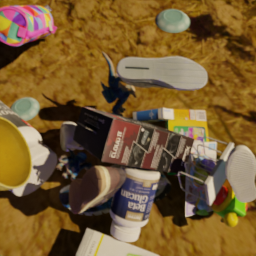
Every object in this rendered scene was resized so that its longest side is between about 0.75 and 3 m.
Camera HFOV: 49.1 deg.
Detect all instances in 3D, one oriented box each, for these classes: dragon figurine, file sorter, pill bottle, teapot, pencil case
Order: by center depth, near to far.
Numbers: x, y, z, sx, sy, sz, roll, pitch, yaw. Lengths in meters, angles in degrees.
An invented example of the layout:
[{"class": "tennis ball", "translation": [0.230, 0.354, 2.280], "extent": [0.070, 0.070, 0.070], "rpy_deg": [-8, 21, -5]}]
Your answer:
[{"class": "file sorter", "translation": [1.806, 0.928, 6.442], "extent": [0.768, 0.856, 1.234], "rpy_deg": [22, 57, 35]}, {"class": "pill bottle", "translation": [0.097, 1.701, 6.483], "extent": [0.925, 0.925, 1.666], "rpy_deg": [14, 97, 9]}, {"class": "dragon figurine", "translation": [-1.301, 0.764, 6.667], "extent": [0.459, 1.561, 0.776], "rpy_deg": [16, 60, 20]}, {"class": "pill bottle", "translation": [-3.497, 0.394, 7.680], "extent": [2.995, 1.735, 1.735], "rpy_deg": [35, 65, 18]}, {"class": "dragon figurine", "translation": [-0.439, -1.069, 7.864], "extent": [0.995, 2.002, 0.589], "rpy_deg": [-27, 40, 15]}, {"class": "teapot", "translation": [-1.616, 0.264, 8.320], "extent": [0.689, 0.931, 0.943], "rpy_deg": [0, 75, -23]}, {"class": "pencil case", "translation": [-3.282, -3.401, 9.167], "extent": [1.224, 1.224, 2.770], "rpy_deg": [4, 25, 3]}]

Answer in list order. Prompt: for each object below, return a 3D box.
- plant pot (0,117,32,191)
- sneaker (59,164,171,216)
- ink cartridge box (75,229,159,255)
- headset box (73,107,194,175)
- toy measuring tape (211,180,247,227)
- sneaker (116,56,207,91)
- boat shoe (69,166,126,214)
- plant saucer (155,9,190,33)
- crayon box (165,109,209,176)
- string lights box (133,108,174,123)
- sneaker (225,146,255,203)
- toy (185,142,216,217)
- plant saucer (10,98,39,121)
[{"class": "plant pot", "translation": [-3.018, 0.695, 5.955], "extent": [1.131, 1.593, 1.593], "rpy_deg": [-23, 58, 14]}, {"class": "sneaker", "translation": [-0.395, 1.479, 7.554], "extent": [2.880, 1.080, 1.248], "rpy_deg": [-7, 41, -9]}, {"class": "ink cartridge box", "translation": [0.148, 3.570, 6.239], "extent": [2.968, 0.880, 1.541], "rpy_deg": [18, 60, 10]}, {"class": "headset box", "translation": [-0.019, 0.260, 6.692], "extent": [2.485, 1.849, 0.960], "rpy_deg": [15, 94, -30]}, {"class": "toy measuring tape", "translation": [2.613, 1.567, 7.307], "extent": [0.890, 0.890, 2.419], "rpy_deg": [16, 40, 9]}, {"class": "sneaker", "translation": [0.800, -1.315, 6.797], "extent": [2.143, 0.758, 0.782], "rpy_deg": [10, 88, 3]}, {"class": "boat shoe", "translation": [-0.713, 1.312, 5.865], "extent": [0.680, 2.098, 0.755], "rpy_deg": [2, 63, -29]}, {"class": "plant saucer", "translation": [1.843, -4.496, 11.527], "extent": [1.439, 0.277, 1.439], "rpy_deg": [0, 59, 0]}, {"class": "crayon box", "translation": [1.745, 0.402, 8.336], "extent": [1.182, 0.580, 1.990], "rpy_deg": [2, 60, 1]}, {"class": "string lights box", "translation": [0.741, -0.364, 8.394], "extent": [1.103, 0.567, 0.325], "rpy_deg": [-6, 84, 40]}, {"class": "sneaker", "translation": [2.317, 0.870, 5.934], "extent": [0.623, 1.686, 0.691], "rpy_deg": [-15, 39, 8]}, {"class": "toy", "translation": [1.973, 1.313, 7.117], "extent": [1.070, 0.439, 1.858], "rpy_deg": [1, 95, -33]}, {"class": "plant saucer", "translation": [-3.438, -0.670, 9.240], "extent": [0.973, 0.187, 0.973], "rpy_deg": [0, 59, -1]}]
